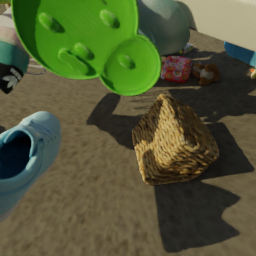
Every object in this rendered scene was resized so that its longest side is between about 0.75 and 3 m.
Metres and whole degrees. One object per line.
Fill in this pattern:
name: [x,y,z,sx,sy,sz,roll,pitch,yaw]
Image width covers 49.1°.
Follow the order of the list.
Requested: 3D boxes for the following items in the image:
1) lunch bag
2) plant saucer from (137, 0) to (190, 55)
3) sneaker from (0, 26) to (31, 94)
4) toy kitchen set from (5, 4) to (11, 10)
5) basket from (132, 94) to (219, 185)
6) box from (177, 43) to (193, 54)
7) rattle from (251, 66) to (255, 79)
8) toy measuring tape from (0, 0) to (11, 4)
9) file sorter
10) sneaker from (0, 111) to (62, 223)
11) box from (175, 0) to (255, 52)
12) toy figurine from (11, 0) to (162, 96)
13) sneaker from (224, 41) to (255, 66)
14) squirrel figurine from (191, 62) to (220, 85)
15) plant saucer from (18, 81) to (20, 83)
lunch bag: [1.635,-2.117,9.877,1.093,0.508,1.241,12,41,15]
plant saucer: [0.114,-2.172,5.823,2.362,2.362,0.455,25,77,27]
sneaker: [-3.323,-1.301,5.366,2.983,1.065,1.192,7,68,17]
toy kitchen set: [-3.585,-3.385,6.546,2.058,2.522,2.276,29,60,19]
basket: [1.099,0.387,6.744,1.374,1.435,1.926,22,31,-27]
box: [1.967,-3.478,11.769,1.287,0.223,0.708,32,49,33]
rattle: [4.595,-1.861,9.776,0.540,0.492,0.756,21,17,8]
toy measuring tape: [-2.710,-2.598,4.975,2.342,0.862,0.862,-23,44,-30]
file sorter: [-2.324,-2.051,6.518,1.112,0.998,1.603,6,34,-11]
sneaker: [-1.485,0.301,4.236,0.898,0.995,2.428,30,33,-12]
box: [1.628,-2.326,5.009,1.094,0.911,2.663,-38,44,-6]
toy figurine: [-0.395,-1.658,4.311,2.105,1.580,1.937,37,27,-17]
sneaker: [4.634,-3.036,10.865,0.892,0.845,2.208,-9,44,-28]
squirrel figurine: [2.667,-1.941,9.694,0.956,0.676,0.892,-1,26,-24]
plant saucer: [-3.374,-1.650,6.894,1.604,0.259,1.604,20,48,-23]
